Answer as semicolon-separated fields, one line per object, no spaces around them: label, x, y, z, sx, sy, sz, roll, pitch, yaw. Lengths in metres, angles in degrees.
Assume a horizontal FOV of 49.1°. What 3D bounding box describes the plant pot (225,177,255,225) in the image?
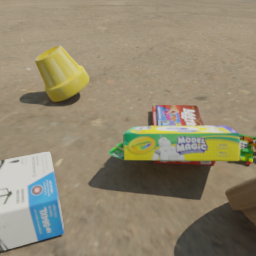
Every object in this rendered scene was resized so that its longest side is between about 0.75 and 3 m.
plant pot;3.006;1.114;4.283;2.672;2.672;1.233;-10;68;-17

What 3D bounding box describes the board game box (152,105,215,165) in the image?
board game box;1.446;0.069;7.978;1.474;0.278;2.863;2;30;2

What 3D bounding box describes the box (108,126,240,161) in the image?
box;0.945;0.295;6.147;2.576;0.623;1.511;-3;6;10

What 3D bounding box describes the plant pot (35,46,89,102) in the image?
plant pot;-2.401;-1.963;9.786;1.584;1.490;1.584;-22;31;14

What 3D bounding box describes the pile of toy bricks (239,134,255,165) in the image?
pile of toy bricks;2.912;0.541;6.872;1.439;0.799;0.711;11;75;3

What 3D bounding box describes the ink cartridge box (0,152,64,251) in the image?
ink cartridge box;-2.373;1.365;5.109;2.120;0.894;1.548;-10;32;-17
